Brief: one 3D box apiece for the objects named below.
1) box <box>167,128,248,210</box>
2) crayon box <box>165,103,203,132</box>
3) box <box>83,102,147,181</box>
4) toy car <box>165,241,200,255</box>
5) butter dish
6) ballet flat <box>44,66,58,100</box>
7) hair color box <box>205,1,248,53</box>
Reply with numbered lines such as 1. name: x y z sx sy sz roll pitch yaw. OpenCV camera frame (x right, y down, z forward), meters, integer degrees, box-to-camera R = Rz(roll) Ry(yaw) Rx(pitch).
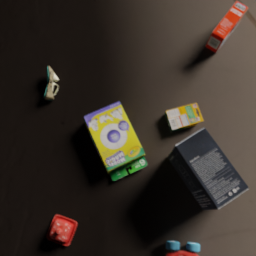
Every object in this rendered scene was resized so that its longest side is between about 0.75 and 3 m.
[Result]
1. box: 2.613 1.483 9.674 1.274 1.765 2.379 -31 76 -9
2. crayon box: 2.179 -0.406 10.982 1.295 0.334 0.814 -15 74 -4
3. box: -0.468 0.505 10.568 1.562 0.644 2.663 -25 77 -7
4. toy car: 1.827 4.462 8.927 1.347 1.523 1.403 5 74 1
5. butter dish: -2.336 3.548 9.649 0.887 0.656 0.885 19 75 5
6. ballet flat: -3.100 -1.786 11.380 0.532 0.479 1.412 6 78 -22
7. hair color box: 4.108 -4.195 11.722 0.609 1.056 1.904 35 77 10
